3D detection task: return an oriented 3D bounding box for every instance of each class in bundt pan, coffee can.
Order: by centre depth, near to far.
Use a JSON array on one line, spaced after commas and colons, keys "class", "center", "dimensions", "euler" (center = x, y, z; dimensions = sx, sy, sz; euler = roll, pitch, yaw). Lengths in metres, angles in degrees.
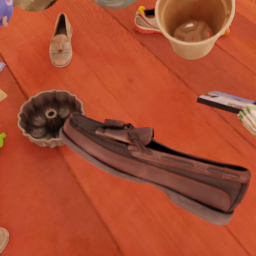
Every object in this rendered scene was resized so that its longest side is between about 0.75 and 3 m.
[{"class": "bundt pan", "center": [-2.142, -0.202, 8.032], "dimensions": [1.848, 0.694, 1.848], "euler": [0, 56, 0]}, {"class": "coffee can", "center": [-2.775, -4.624, 8.142], "dimensions": [1.642, 1.642, 2.243], "euler": [-8, 44, -6]}]

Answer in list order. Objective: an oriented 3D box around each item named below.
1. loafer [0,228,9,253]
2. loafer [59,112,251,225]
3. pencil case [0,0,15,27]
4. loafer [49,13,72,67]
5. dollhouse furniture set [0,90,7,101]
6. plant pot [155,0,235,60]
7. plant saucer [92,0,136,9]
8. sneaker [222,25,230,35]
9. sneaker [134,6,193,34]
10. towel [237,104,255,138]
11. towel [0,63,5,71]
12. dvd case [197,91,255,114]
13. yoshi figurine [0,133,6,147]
[{"class": "loafer", "center": [-3.398, 2.795, 6.020], "dimensions": [1.694, 0.533, 0.609], "euler": [-38, 63, -23]}, {"class": "loafer", "center": [0.401, 0.365, 4.142], "dimensions": [2.827, 0.890, 1.016], "euler": [27, 18, 2]}, {"class": "pencil case", "center": [-3.055, -2.377, 5.429], "dimensions": [0.899, 1.000, 2.304], "euler": [-37, 16, 15]}, {"class": "loafer", "center": [-2.456, -3.223, 10.121], "dimensions": [0.836, 0.731, 2.327], "euler": [-3, 55, -2]}, {"class": "dollhouse furniture set", "center": [-2.325, -0.696, 4.733], "dimensions": [1.534, 1.216, 1.089], "euler": [0, 61, 32]}, {"class": "plant pot", "center": [1.651, -2.566, 7.075], "dimensions": [1.764, 1.615, 1.764], "euler": [-2, 81, 12]}, {"class": "plant saucer", "center": [-0.610, -4.827, 8.381], "dimensions": [2.529, 2.529, 0.347], "euler": [16, 43, 11]}, {"class": "sneaker", "center": [3.639, -4.211, 10.988], "dimensions": [0.726, 0.564, 1.613], "euler": [12, 57, -5]}, {"class": "sneaker", "center": [1.394, -4.069, 10.585], "dimensions": [2.317, 0.952, 0.902], "euler": [4, 55, 2]}, {"class": "towel", "center": [2.148, 0.231, 3.147], "dimensions": [1.198, 0.247, 1.606], "euler": [-1, 35, -14]}, {"class": "towel", "center": [-4.773, -2.090, 9.740], "dimensions": [0.809, 0.096, 0.586], "euler": [9, 53, 4]}, {"class": "dvd case", "center": [2.128, -0.546, 5.934], "dimensions": [0.991, 0.122, 1.389], "euler": [21, 22, 25]}, {"class": "yoshi figurine", "center": [-3.764, 0.227, 7.805], "dimensions": [0.623, 0.621, 1.109], "euler": [-21, 60, -22]}]
